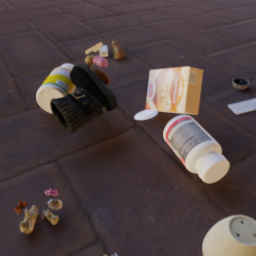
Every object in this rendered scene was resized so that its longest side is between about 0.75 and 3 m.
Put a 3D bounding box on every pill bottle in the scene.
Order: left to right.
[{"bbox_3d":[-3.079,-1.918,12.921,1.450,1.450,2.571,5,40,7],"label":"pill bottle"},{"bbox_3d":[2.338,0.713,9.697,1.335,1.335,2.412,-14,40,-17],"label":"pill bottle"}]

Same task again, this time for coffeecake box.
[{"bbox_3d":[1.814,-1.497,11.441,0.826,1.735,2.260,4,4,-37],"label":"coffeecake box"}]

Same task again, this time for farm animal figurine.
[{"bbox_3d":[-2.555,2.450,8.178,1.278,0.643,1.032,-15,60,-23],"label":"farm animal figurine"}]

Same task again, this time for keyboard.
[{"bbox_3d":[5.768,-1.063,12.924,2.354,0.126,0.663,-14,41,-16],"label":"keyboard"}]

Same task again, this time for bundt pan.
[{"bbox_3d":[5.693,-2.217,14.233,0.807,0.303,0.807,-1,38,1],"label":"bundt pan"}]

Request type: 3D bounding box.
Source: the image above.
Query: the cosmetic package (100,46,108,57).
[{"bbox_3d":[-1.529,-4.789,17.446,0.480,0.350,0.944,-3,37,-4],"label":"cosmetic package"}]

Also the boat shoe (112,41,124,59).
[{"bbox_3d":[-0.652,-4.806,17.286,0.595,0.635,1.763,-3,43,-14],"label":"boat shoe"}]

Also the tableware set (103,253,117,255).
[{"bbox_3d":[-0.443,3.707,6.862,0.852,0.194,1.265,-15,41,-18],"label":"tableware set"}]

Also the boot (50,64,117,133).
[{"bbox_3d":[-2.151,-1.302,11.191,2.296,1.156,3.072,-29,52,-23],"label":"boot"}]

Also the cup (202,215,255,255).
[{"bbox_3d":[2.809,2.906,7.076,1.655,1.184,1.655,0,38,0],"label":"cup"}]

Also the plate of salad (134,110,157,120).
[{"bbox_3d":[0.637,-0.429,9.891,0.831,0.200,0.831,-14,24,6],"label":"plate of salad"}]

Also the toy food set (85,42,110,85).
[{"bbox_3d":[-1.382,-2.263,12.119,1.640,2.580,0.406,-12,-1,45],"label":"toy food set"}]
